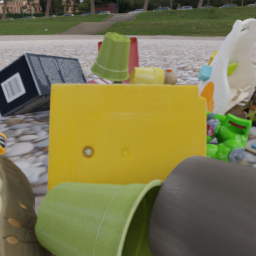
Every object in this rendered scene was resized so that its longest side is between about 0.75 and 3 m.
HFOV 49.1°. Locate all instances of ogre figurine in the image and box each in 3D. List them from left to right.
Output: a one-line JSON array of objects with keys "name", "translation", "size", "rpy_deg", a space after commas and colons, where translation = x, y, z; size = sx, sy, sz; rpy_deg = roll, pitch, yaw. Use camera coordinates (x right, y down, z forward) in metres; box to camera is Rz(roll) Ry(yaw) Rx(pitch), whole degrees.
[{"name": "ogre figurine", "translation": [1.975, 0.200, 6.328], "size": [1.372, 1.123, 2.288], "rpy_deg": [11, 10, 24]}]

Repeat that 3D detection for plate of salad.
[{"name": "plate of salad", "translation": [3.829, -0.955, 7.547], "size": [0.595, 2.478, 2.478], "rpy_deg": [19, 20, -6]}]

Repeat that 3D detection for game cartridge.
[{"name": "game cartridge", "translation": [-0.023, 0.403, 4.569], "size": [2.515, 2.217, 0.408], "rpy_deg": [2, -2, 2]}]

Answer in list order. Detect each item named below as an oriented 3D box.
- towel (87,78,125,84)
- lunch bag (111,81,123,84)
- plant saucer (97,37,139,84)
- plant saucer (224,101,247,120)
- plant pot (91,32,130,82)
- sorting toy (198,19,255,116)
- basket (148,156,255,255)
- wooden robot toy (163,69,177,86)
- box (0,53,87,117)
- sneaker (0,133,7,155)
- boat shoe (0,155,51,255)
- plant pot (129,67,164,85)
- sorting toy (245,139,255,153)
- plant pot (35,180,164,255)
[{"name": "towel", "translation": [-0.820, -1.719, 12.100], "size": [1.443, 0.228, 2.003], "rpy_deg": [34, 35, 26]}, {"name": "lunch bag", "translation": [-0.504, -1.222, 10.015], "size": [0.655, 0.789, 0.940], "rpy_deg": [-1, -23, -47]}, {"name": "plant saucer", "translation": [-0.392, -3.119, 13.282], "size": [2.075, 2.072, 0.381], "rpy_deg": [1, 12, 24]}, {"name": "plant saucer", "translation": [3.785, -0.599, 9.534], "size": [2.103, 0.310, 2.103], "rpy_deg": [2, 21, -1]}, {"name": "plant pot", "translation": [-0.497, -2.504, 9.630], "size": [1.394, 1.324, 1.394], "rpy_deg": [11, 32, -7]}, {"name": "sorting toy", "translation": [3.185, -2.004, 8.715], "size": [1.575, 2.654, 2.948], "rpy_deg": [32, 35, 26]}, {"name": "basket", "translation": [1.650, 1.327, 2.830], "size": [2.633, 1.791, 2.374], "rpy_deg": [15, 18, 42]}, {"name": "wooden robot toy", "translation": [1.441, -1.430, 10.071], "size": [2.962, 1.344, 1.305], "rpy_deg": [17, 18, 40]}, {"name": "box", "translation": [-2.684, -1.328, 8.799], "size": [1.753, 1.265, 2.362], "rpy_deg": [-22, -2, 28]}, {"name": "sneaker", "translation": [-3.620, 0.486, 6.498], "size": [1.573, 0.616, 0.607], "rpy_deg": [-14, 35, -29]}, {"name": "boat shoe", "translation": [-1.756, 1.440, 3.819], "size": [0.903, 0.962, 2.673], "rpy_deg": [-38, 38, -5]}, {"name": "plant pot", "translation": [0.583, -1.598, 9.450], "size": [0.956, 1.017, 1.017], "rpy_deg": [10, 18, -16]}, {"name": "sorting toy", "translation": [3.683, 0.432, 7.127], "size": [1.392, 0.205, 1.029], "rpy_deg": [-16, 26, -34]}, {"name": "plant pot", "translation": [-0.353, 1.236, 3.492], "size": [1.368, 1.440, 1.440], "rpy_deg": [7, 22, 29]}]
